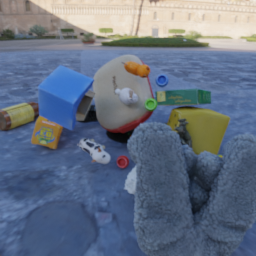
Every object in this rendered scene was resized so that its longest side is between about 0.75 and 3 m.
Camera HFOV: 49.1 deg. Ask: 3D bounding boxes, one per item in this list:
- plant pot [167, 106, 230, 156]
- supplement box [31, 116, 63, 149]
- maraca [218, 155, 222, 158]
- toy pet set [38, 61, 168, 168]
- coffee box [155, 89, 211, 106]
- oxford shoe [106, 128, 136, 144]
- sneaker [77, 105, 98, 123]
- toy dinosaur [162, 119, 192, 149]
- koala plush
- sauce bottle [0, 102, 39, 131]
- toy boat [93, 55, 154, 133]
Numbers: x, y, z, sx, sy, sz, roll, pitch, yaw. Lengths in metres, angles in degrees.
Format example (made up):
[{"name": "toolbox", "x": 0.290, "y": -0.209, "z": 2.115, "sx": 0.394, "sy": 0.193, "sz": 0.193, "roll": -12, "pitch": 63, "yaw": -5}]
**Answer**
[{"name": "plant pot", "x": 1.891, "y": 0.032, "z": 8.303, "sx": 1.369, "sy": 1.338, "sz": 1.329, "roll": 13, "pitch": 11, "yaw": -15}, {"name": "supplement box", "x": -2.690, "y": -0.134, "z": 9.806, "sx": 0.817, "sy": 0.845, "sz": 2.457, "roll": 15, "pitch": 18, "yaw": -12}, {"name": "maraca", "x": 2.356, "y": 1.016, "z": 7.020, "sx": 1.064, "sy": 0.730, "sz": 0.569, "roll": 17, "pitch": -40, "yaw": -42}, {"name": "toy pet set", "x": -0.735, "y": -0.619, "z": 7.139, "sx": 2.657, "sy": 2.846, "sz": 1.511, "roll": 25, "pitch": 4, "yaw": 8}, {"name": "coffee box", "x": 1.804, "y": -0.945, "z": 8.867, "sx": 1.306, "sy": 0.467, "sz": 2.124, "roll": 1, "pitch": 5, "yaw": 25}, {"name": "oxford shoe", "x": -0.118, "y": 0.212, "z": 9.520, "sx": 1.457, "sy": 0.529, "sz": 0.615, "roll": 8, "pitch": 13, "yaw": -27}, {"name": "sneaker", "x": -1.161, "y": -0.594, "z": 10.972, "sx": 1.955, "sy": 0.716, "sz": 0.801, "roll": -6, "pitch": 1, "yaw": -19}, {"name": "toy dinosaur", "x": 1.313, "y": 0.447, "z": 7.174, "sx": 0.885, "sy": 1.176, "sz": 2.299, "roll": -14, "pitch": 12, "yaw": -14}, {"name": "koala plush", "x": 0.926, "y": 1.180, "z": 5.403, "sx": 2.285, "sy": 2.368, "sz": 2.576, "roll": 8, "pitch": -1, "yaw": -5}, {"name": "sauce bottle", "x": -4.180, "y": -0.605, "z": 11.460, "sx": 0.843, "sy": 0.843, "sz": 2.555, "roll": 12, "pitch": 22, "yaw": 29}, {"name": "toy boat", "x": 0.014, "y": -0.990, "z": 9.345, "sx": 1.882, "sy": 1.886, "sz": 2.885, "roll": -22, "pitch": 54, "yaw": 17}]
